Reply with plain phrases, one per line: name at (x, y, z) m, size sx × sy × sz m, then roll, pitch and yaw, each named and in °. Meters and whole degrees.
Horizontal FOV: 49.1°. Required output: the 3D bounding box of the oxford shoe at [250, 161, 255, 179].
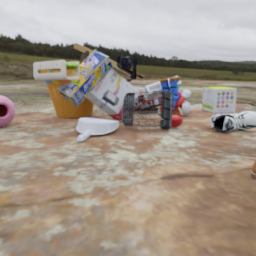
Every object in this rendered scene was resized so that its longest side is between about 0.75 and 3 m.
oxford shoe at (3.256, 0.818, 6.218) m, size 1.271 × 0.453 × 0.453 m, roll -5°, pitch 12°, yaw -31°

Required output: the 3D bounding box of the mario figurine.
mario figurine at (1.751, -0.985, 10.887) m, size 1.029 × 1.941 × 1.198 m, roll -12°, pitch 11°, yaw -21°

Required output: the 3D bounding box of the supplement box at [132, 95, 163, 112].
supplement box at (1.278, -1.445, 14.959) m, size 1.365 × 0.764 × 2.509 m, roll -14°, pitch 1°, yaw 40°

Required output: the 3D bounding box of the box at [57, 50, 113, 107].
box at (-1.534, -1.834, 10.234) m, size 0.738 × 2.105 × 0.677 m, roll 32°, pitch -18°, yaw 25°

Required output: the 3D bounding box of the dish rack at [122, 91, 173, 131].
dish rack at (0.649, -0.658, 10.277) m, size 1.888 × 1.448 × 0.515 m, roll 1°, pitch -7°, yaw 30°

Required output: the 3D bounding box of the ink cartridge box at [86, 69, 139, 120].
ink cartridge box at (-0.722, -1.477, 11.841) m, size 2.044 × 1.508 × 0.875 m, roll 37°, pitch -19°, yaw -32°

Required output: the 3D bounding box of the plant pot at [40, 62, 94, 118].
plant pot at (-2.643, -1.845, 13.337) m, size 2.748 × 2.516 × 2.748 m, roll -2°, pitch 14°, yaw 0°

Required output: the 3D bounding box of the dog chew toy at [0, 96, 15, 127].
dog chew toy at (-5.391, -0.645, 11.272) m, size 1.249 × 1.249 × 2.005 m, roll -11°, pitch 8°, yaw -41°

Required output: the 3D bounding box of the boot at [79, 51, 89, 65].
boot at (-1.645, -2.510, 10.720) m, size 0.435 × 0.898 × 0.336 m, roll 30°, pitch 2°, yaw 39°

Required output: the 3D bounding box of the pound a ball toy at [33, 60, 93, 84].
pound a ball toy at (-2.230, -1.898, 9.719) m, size 1.793 × 0.762 × 1.169 m, roll 5°, pitch 10°, yaw 31°

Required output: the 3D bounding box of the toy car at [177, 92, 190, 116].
toy car at (2.379, -1.217, 13.862) m, size 1.315 × 1.127 × 1.503 m, roll 4°, pitch 13°, yaw 19°

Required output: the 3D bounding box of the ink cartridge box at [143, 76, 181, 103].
ink cartridge box at (1.368, -1.424, 11.788) m, size 1.423 × 0.443 × 1.768 m, roll -19°, pitch -19°, yaw -7°

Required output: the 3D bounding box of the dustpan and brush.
dustpan and brush at (-1.292, 0.059, 9.672) m, size 1.495 × 0.613 × 2.142 m, roll 6°, pitch 7°, yaw 13°

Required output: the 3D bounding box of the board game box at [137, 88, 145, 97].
board game box at (0.151, -1.741, 15.790) m, size 2.337 × 0.400 × 1.571 m, roll -16°, pitch 0°, yaw 4°

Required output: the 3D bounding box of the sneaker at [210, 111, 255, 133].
sneaker at (3.836, -0.178, 10.086) m, size 1.825 × 0.728 × 1.187 m, roll 6°, pitch 15°, yaw 25°

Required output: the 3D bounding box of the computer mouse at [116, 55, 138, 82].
computer mouse at (0.000, -1.845, 8.775) m, size 0.265 × 0.808 × 1.151 m, roll -2°, pitch 13°, yaw -32°

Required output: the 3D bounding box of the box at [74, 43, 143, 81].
box at (-0.841, -2.936, 12.557) m, size 2.683 × 0.285 × 2.193 m, roll 32°, pitch 12°, yaw 24°

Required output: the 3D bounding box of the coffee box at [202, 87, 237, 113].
coffee box at (4.793, -1.507, 14.841) m, size 1.274 × 1.262 × 1.276 m, roll -3°, pitch 13°, yaw -12°
